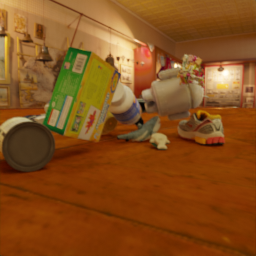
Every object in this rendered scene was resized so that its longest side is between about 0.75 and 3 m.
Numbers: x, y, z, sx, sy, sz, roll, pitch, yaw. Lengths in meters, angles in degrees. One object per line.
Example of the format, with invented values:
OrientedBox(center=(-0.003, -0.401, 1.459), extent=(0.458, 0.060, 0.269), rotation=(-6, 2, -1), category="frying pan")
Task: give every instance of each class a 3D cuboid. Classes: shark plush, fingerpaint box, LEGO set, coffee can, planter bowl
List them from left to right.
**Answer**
OrientedBox(center=(-2.624, 0.354, 7.053), extent=(1.170, 1.170, 1.598), rotation=(-4, 7, -29), category="coffee can")
OrientedBox(center=(-1.286, -0.873, 8.235), extent=(0.856, 2.334, 1.947), rotation=(19, 0, 23), category="fingerpaint box")
OrientedBox(center=(-0.916, -0.281, 12.214), extent=(1.515, 1.515, 0.631), rotation=(-5, 25, -40), category="planter bowl")
OrientedBox(center=(0.416, 0.103, 10.754), extent=(1.814, 0.755, 0.824), rotation=(-14, 14, -7), category="shark plush")
OrientedBox(center=(2.389, -1.918, 9.788), extent=(0.866, 1.071, 2.327), rotation=(20, 18, 20), category="LEGO set")

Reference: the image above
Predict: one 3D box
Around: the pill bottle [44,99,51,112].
OrientedBox(center=(-2.034, -0.793, 8.448), extent=(0.548, 0.548, 0.988), rotation=(4, 50, 34), category="pill bottle")

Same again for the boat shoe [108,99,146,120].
OrientedBox(center=(-0.225, -0.905, 13.999), extent=(2.718, 1.018, 0.840), rotation=(-5, 6, -8), category="boat shoe")

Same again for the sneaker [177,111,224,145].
OrientedBox(center=(2.876, -0.095, 11.074), extent=(1.138, 1.201, 2.923), rotation=(-2, 6, -16), category="sneaker")

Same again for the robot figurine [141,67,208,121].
OrientedBox(center=(1.890, -1.322, 11.301), extent=(2.600, 2.205, 1.468), rotation=(-15, 28, 4), category="robot figurine")

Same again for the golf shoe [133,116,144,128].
OrientedBox(center=(0.173, -0.408, 12.050), extent=(0.596, 1.261, 0.490), rotation=(-15, 34, 51), category="golf shoe")

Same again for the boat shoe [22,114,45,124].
OrientedBox(center=(-4.197, -0.400, 14.481), extent=(1.257, 1.012, 2.710), rotation=(12, 12, 29), category="boat shoe")

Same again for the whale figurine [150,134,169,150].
OrientedBox(center=(1.046, 0.538, 9.409), extent=(0.680, 0.443, 0.854), rotation=(2, 30, -10), category="whale figurine")

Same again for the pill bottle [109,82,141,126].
OrientedBox(center=(-0.244, -0.923, 10.510), extent=(1.123, 1.123, 2.004), rotation=(2, -19, 17), category="pill bottle")
